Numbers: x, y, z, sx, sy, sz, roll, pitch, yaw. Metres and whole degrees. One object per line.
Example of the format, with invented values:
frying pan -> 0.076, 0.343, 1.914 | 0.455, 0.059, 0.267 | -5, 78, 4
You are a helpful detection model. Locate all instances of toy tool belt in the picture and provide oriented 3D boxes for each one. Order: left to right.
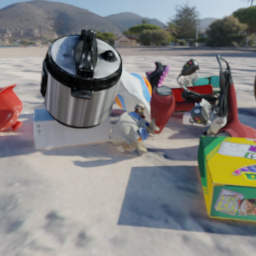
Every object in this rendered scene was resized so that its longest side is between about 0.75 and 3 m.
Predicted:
toy tool belt -> 0.322, 0.113, 8.125 | 1.143, 1.162, 1.861 | 36, 30, 9

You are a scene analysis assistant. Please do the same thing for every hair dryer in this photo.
hair dryer -> 1.577, -0.608, 8.282 | 1.979, 2.598, 0.706 | 35, 36, -26
hair dryer -> 2.898, -0.361, 7.590 | 0.774, 2.849, 2.170 | 9, 62, 49

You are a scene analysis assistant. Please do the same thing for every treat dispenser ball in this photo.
treat dispenser ball -> 0.161, -1.471, 11.663 | 1.597, 1.597, 1.597 | 0, 18, 0

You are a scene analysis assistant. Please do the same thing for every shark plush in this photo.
shark plush -> 3.108, -0.316, 9.532 | 0.858, 0.787, 1.889 | 7, 19, 20

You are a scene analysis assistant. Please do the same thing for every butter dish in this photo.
butter dish -> -4.144, -0.457, 9.339 | 1.803, 1.336, 1.808 | -43, 16, 1

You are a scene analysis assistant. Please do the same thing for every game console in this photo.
game console -> 2.314, -1.184, 10.609 | 1.795, 1.065, 1.547 | -3, 18, 19

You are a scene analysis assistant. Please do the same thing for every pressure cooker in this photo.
pressure cooker -> -1.183, -1.361, 7.369 | 2.005, 2.279, 2.036 | 43, 51, 19

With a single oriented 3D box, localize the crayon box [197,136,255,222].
crayon box -> 2.855, 0.941, 5.597 | 2.673, 0.779, 2.306 | 3, 18, 7

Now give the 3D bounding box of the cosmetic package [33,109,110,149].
cosmetic package -> -1.729, -0.087, 8.600 | 2.213, 0.898, 1.249 | -3, 22, -15

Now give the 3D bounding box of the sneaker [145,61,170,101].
sneaker -> 1.166, -2.240, 13.410 | 0.993, 2.081, 0.822 | 28, 14, -4

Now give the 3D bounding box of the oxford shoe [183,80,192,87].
oxford shoe -> 3.594, -2.606, 16.990 | 0.542, 0.566, 1.533 | -2, 18, -5

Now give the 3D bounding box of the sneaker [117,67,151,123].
sneaker -> 0.247, -1.226, 9.958 | 0.903, 2.399, 1.062 | -29, 12, 44

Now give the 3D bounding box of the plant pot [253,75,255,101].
plant pot -> 7.075, -1.696, 11.057 | 2.775, 2.803, 2.803 | -1, 17, -27

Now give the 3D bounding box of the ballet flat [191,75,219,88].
ballet flat -> 4.971, -2.906, 17.555 | 2.368, 0.797, 0.833 | -5, 18, -12

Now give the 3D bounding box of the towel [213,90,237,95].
towel -> 3.945, -1.857, 14.276 | 2.128, 0.326, 2.790 | 3, 7, -1

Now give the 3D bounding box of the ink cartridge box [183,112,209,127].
ink cartridge box -> 2.497, -0.336, 10.314 | 0.819, 0.345, 0.593 | 9, 20, 25
